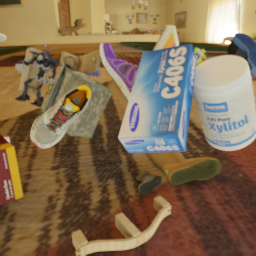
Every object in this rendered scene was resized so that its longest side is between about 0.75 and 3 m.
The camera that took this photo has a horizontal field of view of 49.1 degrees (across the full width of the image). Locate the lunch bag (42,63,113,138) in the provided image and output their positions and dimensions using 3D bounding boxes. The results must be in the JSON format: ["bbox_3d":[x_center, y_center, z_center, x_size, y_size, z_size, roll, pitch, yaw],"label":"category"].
[{"bbox_3d":[-2.047,-1.078,9.982,2.385,1.956,1.402,33,12,31],"label":"lunch bag"}]

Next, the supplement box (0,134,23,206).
[{"bbox_3d":[-5.101,1.251,8.460,2.679,1.803,2.716,-18,29,-36],"label":"supplement box"}]

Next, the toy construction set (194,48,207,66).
[{"bbox_3d":[2.497,-2.582,10.651,0.902,0.633,1.375,-43,6,-3],"label":"toy construction set"}]

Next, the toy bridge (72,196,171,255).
[{"bbox_3d":[-0.009,2.597,7.161,2.855,0.389,0.960,-15,28,-30],"label":"toy bridge"}]

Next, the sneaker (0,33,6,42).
[{"bbox_3d":[-4.932,-3.389,10.195,1.000,0.392,0.397,0,59,-2],"label":"sneaker"}]

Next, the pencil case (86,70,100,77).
[{"bbox_3d":[-1.735,-2.693,13.797,0.813,0.353,0.317,15,39,35],"label":"pencil case"}]

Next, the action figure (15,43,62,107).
[{"bbox_3d":[-3.021,-1.780,9.400,1.263,2.126,1.085,21,14,-3],"label":"action figure"}]

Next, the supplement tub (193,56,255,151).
[{"bbox_3d":[2.761,-0.643,7.996,1.569,2.379,1.569,-18,38,14],"label":"supplement tub"}]

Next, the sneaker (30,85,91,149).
[{"bbox_3d":[-1.563,-0.338,6.551,1.902,0.740,0.781,-55,11,-23],"label":"sneaker"}]

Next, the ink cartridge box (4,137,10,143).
[{"bbox_3d":[-5.539,0.623,11.846,0.861,0.291,0.501,-3,24,-7],"label":"ink cartridge box"}]

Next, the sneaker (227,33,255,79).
[{"bbox_3d":[4.063,-2.191,9.463,0.878,0.975,2.503,1,46,-7],"label":"sneaker"}]

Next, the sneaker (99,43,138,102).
[{"bbox_3d":[-0.078,-2.160,10.867,1.208,2.896,1.168,-36,-7,4],"label":"sneaker"}]

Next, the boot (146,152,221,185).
[{"bbox_3d":[1.906,1.043,10.297,2.061,0.778,2.353,-7,23,-15],"label":"boot"}]

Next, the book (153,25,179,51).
[{"bbox_3d":[1.692,-3.489,12.817,0.465,1.294,1.936,19,73,31],"label":"book"}]

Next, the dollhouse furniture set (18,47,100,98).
[{"bbox_3d":[-2.796,-2.368,11.615,2.446,2.327,1.993,13,-6,-38],"label":"dollhouse furniture set"}]

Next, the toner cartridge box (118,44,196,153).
[{"bbox_3d":[0.818,-0.797,6.875,1.404,0.638,2.955,-5,51,26],"label":"toner cartridge box"}]

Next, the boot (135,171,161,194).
[{"bbox_3d":[0.516,1.776,9.186,0.734,0.381,1.124,13,19,39],"label":"boot"}]
